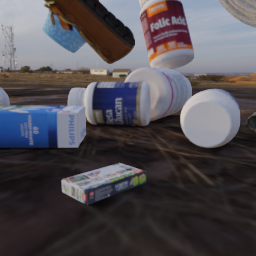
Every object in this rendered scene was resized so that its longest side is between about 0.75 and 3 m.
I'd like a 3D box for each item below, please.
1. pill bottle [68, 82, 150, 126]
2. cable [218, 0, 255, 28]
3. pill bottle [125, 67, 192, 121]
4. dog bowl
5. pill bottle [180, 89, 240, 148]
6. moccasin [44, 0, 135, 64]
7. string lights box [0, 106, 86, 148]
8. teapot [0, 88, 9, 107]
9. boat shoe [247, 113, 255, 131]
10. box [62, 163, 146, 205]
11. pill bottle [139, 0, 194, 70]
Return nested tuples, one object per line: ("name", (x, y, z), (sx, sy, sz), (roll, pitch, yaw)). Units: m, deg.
("pill bottle", (-0.489, -0.659, 7.671), (2.120, 1.178, 1.178), (1, 10, 11))
("cable", (2.171, -2.372, 3.831), (2.122, 2.122, 0.735), (-2, 48, 48))
("pill bottle", (1.108, -1.166, 9.324), (1.589, 1.589, 2.803), (5, 12, 28))
("dog bowl", (-2.154, -3.205, 9.331), (1.432, 0.637, 2.569), (33, 13, -26))
("pill bottle", (1.606, -0.205, 5.429), (1.057, 1.057, 1.903), (4, 10, 21))
("moccasin", (-0.901, -1.940, 4.677), (0.875, 0.830, 2.268), (-32, -48, 30))
("string lights box", (-2.070, -0.047, 5.569), (2.326, 0.686, 1.195), (0, 10, -2))
("teapot", (-5.796, -1.357, 11.775), (1.553, 1.135, 1.533), (8, 13, 36))
("boat shoe", (3.298, -0.033, 5.607), (0.681, 0.757, 2.140), (-3, 3, -16))
("box", (-0.264, 0.629, 3.303), (0.896, 0.156, 0.493), (-9, 14, -43))
("pill bottle", (1.310, -3.626, 10.067), (1.595, 2.793, 1.595), (-12, -6, -1))
